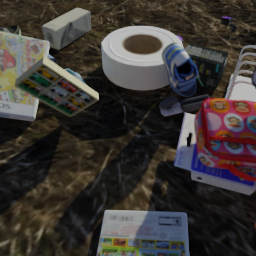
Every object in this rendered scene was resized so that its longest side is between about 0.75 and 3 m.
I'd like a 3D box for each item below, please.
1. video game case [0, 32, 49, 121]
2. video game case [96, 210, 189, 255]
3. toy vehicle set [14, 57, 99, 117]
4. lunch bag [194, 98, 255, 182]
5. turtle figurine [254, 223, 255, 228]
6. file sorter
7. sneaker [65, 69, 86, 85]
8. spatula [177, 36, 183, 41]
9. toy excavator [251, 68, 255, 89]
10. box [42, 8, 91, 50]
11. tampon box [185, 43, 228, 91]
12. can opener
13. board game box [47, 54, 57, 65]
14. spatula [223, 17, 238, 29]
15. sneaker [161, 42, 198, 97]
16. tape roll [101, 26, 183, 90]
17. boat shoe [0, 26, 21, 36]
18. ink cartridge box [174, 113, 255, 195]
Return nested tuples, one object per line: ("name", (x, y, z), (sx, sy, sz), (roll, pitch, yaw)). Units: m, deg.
("video game case", (-4.018, -1.741, 8.619), (2.677, 0.337, 2.942), (8, 63, -13))
("video game case", (0.284, 2.414, 5.531), (1.792, 0.205, 1.630), (-1, 43, 9))
("toy vehicle set", (-1.865, -1.015, 7.514), (1.169, 1.881, 0.249), (-28, 50, 30))
("lunch bag", (2.733, 0.309, 6.680), (2.218, 0.909, 1.954), (6, 58, -4))
("turtle figurine", (4.270, 1.491, 5.981), (2.972, 0.957, 2.397), (-42, 37, -24))
("file sorter", (3.945, -1.315, 8.538), (1.581, 1.419, 2.279), (17, 47, 16))
("sneaker", (-1.675, -1.432, 9.184), (1.577, 0.646, 0.583), (35, 56, 29))
("spatula", (1.222, -3.557, 11.591), (2.016, 0.207, 0.570), (-8, 44, -7))
("toy excavator", (3.852, -0.268, 5.859), (1.487, 2.894, 2.977), (13, 40, -20))
("box", (-2.507, -4.187, 11.744), (0.744, 0.895, 2.177), (26, 52, 22))
("tampon box", (2.519, -2.094, 9.553), (1.379, 1.033, 0.871), (22, 50, 20))
("can opener", (1.684, -0.721, 8.236), (1.530, 0.511, 0.408), (-14, 55, 1))
("board game box", (-3.939, -2.572, 10.356), (1.867, 0.576, 1.866), (-34, 55, -29))
("spatula", (4.762, -4.885, 12.940), (0.370, 0.135, 1.310), (-3, 48, -11))
("sneaker", (1.651, -1.539, 8.347), (0.771, 2.086, 0.858), (-40, 48, 1))
("tape roll", (0.480, -2.588, 10.080), (2.858, 0.999, 2.858), (0, 46, 0))
("boat shoe", (-5.062, -3.795, 11.530), (0.694, 0.653, 1.932), (10, 45, 12))
("ink cartridge box", (2.252, 0.590, 7.262), (1.967, 0.427, 1.949), (16, 49, 7))
